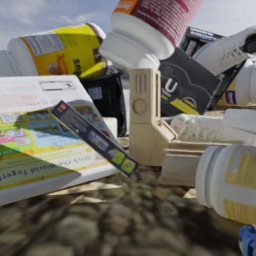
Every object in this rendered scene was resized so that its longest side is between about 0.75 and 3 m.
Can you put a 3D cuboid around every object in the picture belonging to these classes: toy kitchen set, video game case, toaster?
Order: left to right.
[{"bbox_3d":[-1.319,-0.002,3.767,2.160,0.247,1.966,-9,51,-36],"label":"video game case"},{"bbox_3d":[-0.439,-0.484,6.059,1.459,1.319,0.866,-4,7,29],"label":"toaster"},{"bbox_3d":[0.758,-0.101,3.837,1.620,1.461,1.321,2,7,19],"label":"toy kitchen set"},{"bbox_3d":[2.423,0.327,2.590,2.631,0.237,1.884,17,6,0],"label":"video game case"}]

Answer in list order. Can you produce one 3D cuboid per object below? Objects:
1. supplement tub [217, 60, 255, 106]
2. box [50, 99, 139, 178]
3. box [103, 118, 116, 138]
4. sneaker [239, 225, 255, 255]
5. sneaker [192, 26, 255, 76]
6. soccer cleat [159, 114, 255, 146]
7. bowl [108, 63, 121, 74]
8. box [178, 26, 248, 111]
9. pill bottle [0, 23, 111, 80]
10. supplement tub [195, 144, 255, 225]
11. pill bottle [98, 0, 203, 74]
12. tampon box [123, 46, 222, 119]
[{"bbox_3d":[4.585,-2.085,12.962,2.912,2.117,2.117,7,13,34],"label":"supplement tub"},{"bbox_3d":[-0.381,0.136,3.179,1.072,0.186,0.590,40,-9,-3],"label":"box"},{"bbox_3d":[-0.744,0.192,4.928,0.494,0.594,1.446,6,11,25],"label":"box"},{"bbox_3d":[0.947,0.904,1.951,0.326,0.293,0.792,3,3,20],"label":"sneaker"},{"bbox_3d":[2.978,-2.237,8.137,2.703,0.987,0.957,-32,14,0],"label":"sneaker"},{"bbox_3d":[1.247,0.104,4.918,0.832,0.673,1.927,19,-8,-30],"label":"soccer cleat"},{"bbox_3d":[-0.717,-1.986,9.604,2.644,1.241,2.644,-11,23,5],"label":"bowl"},{"bbox_3d":[2.645,-2.001,10.168,2.263,2.848,0.655,12,48,-8],"label":"box"},{"bbox_3d":[-1.729,-1.477,6.353,2.509,1.371,1.371,-24,21,-28],"label":"pill bottle"},{"bbox_3d":[1.226,0.544,2.614,1.009,0.733,0.733,8,13,37],"label":"supplement tub"},{"bbox_3d":[0.549,-2.380,5.785,1.475,2.584,1.475,30,2,-1],"label":"pill bottle"},{"bbox_3d":[0.923,-1.127,7.757,1.795,1.512,2.395,29,-1,-21],"label":"tampon box"}]
